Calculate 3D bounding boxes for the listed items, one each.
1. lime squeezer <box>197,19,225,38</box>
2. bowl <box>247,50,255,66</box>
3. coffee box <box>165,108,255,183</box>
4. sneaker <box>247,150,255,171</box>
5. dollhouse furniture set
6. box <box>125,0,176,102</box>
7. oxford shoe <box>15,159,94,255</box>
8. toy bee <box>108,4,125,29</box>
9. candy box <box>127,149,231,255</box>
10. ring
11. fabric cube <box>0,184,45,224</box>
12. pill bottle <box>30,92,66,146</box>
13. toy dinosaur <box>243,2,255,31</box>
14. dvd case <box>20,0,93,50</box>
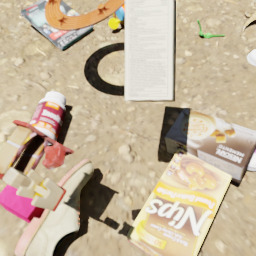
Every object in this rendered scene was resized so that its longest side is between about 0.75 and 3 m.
[{"bbox_3d":[3.128,-3.774,11.020,1.415,0.500,0.267,17,33,-25],"label":"lime squeezer"},{"bbox_3d":[4.827,-2.641,10.294,0.779,0.350,0.779,0,56,0],"label":"bowl"},{"bbox_3d":[2.256,0.420,7.642,2.139,0.853,1.223,24,63,28],"label":"coffee box"},{"bbox_3d":[4.157,0.390,7.701,2.229,1.271,0.808,-19,60,-11],"label":"sneaker"},{"bbox_3d":[-1.290,0.535,4.102,1.716,0.698,0.923,13,68,43],"label":"dollhouse furniture set"},{"bbox_3d":[0.449,-1.498,5.395,0.940,0.770,1.980,2,93,14],"label":"box"},{"bbox_3d":[-1.488,2.039,6.856,1.005,0.964,2.723,28,70,11],"label":"oxford shoe"},{"bbox_3d":[-0.016,-4.245,11.024,1.545,1.283,2.360,-18,34,3],"label":"toy bee"},{"bbox_3d":[1.296,1.972,6.932,1.526,0.731,2.644,28,60,16],"label":"candy box"},{"bbox_3d":[-1.077,-3.656,7.447,2.759,0.265,2.759,-10,57,16],"label":"ring"},{"bbox_3d":[-2.476,1.758,6.977,0.934,0.919,0.937,23,58,15],"label":"fabric cube"},{"bbox_3d":[-2.384,-0.318,8.407,0.865,0.865,1.532,7,57,5],"label":"pill bottle"},{"bbox_3d":[5.326,-4.675,11.559,1.854,0.540,0.938,-22,60,-15],"label":"toy dinosaur"},{"bbox_3d":[-2.807,-4.269,11.149,2.355,0.259,1.719,42,65,8],"label":"dvd case"}]
